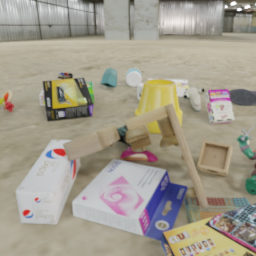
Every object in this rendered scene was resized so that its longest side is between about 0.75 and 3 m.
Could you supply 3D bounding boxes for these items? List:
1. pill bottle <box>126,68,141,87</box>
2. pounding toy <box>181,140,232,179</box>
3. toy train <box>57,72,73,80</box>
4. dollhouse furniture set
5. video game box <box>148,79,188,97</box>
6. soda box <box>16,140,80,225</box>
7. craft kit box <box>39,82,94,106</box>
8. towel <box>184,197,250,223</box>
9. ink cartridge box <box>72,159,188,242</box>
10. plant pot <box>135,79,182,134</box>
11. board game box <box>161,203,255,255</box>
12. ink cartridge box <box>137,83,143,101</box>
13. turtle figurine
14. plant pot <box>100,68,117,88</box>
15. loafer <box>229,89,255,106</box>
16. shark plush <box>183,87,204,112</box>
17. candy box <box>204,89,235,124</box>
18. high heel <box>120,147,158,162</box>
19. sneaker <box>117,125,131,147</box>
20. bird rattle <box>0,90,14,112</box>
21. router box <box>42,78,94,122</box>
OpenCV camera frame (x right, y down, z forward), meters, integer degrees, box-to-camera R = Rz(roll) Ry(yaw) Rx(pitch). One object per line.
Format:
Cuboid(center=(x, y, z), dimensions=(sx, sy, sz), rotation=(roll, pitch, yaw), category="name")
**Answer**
Cuboid(center=(0.346, -3.168, 17.403), dimensions=(0.943, 0.943, 1.703), rotation=(0, 22, 1), category="pill bottle")
Cuboid(center=(2.126, 0.951, 7.750), dimensions=(1.252, 1.100, 0.573), rotation=(10, -16, 24), category="pounding toy")
Cuboid(center=(-3.313, -2.752, 14.890), dimensions=(0.280, 0.376, 1.640), rotation=(21, 14, 8), category="toy train")
Cuboid(center=(0.217, 0.912, 7.198), dimensions=(2.773, 2.260, 2.637), rotation=(-20, 1, 11), category="dollhouse furniture set")
Cuboid(center=(2.200, -2.296, 15.799), dimensions=(2.339, 0.548, 2.131), rotation=(3, 20, 9), category="video game box")
Cuboid(center=(-1.819, 1.181, 6.862), dimensions=(0.801, 0.857, 2.516), rotation=(1, 22, 2), category="soda box")
Cuboid(center=(-3.118, -1.835, 14.650), dimensions=(2.627, 0.637, 2.595), rotation=(-3, 26, -8), category="craft kit box")
Cuboid(center=(2.032, 2.036, 5.626), dimensions=(1.506, 0.223, 2.054), rotation=(1, 22, 0), category="towel")
Cuboid(center=(0.156, 1.534, 6.565), dimensions=(2.147, 0.465, 2.108), rotation=(7, 23, 21), category="ink cartridge box")
Cuboid(center=(1.172, -0.914, 10.835), dimensions=(1.859, 1.749, 1.859), rotation=(-1, 21, 0), category="plant pot")
Cuboid(center=(1.900, 2.120, 4.579), dimensions=(2.288, 0.396, 1.550), rotation=(-11, 37, -16), category="board game box")
Cuboid(center=(1.353, -1.617, 13.727), dimensions=(1.446, 0.839, 2.004), rotation=(-4, 23, -11), category="ink cartridge box")
Cuboid(center=(3.792, 0.841, 7.318), dimensions=(1.764, 1.186, 2.357), rotation=(-3, 33, 31), category="turtle figurine")
Cuboid(center=(-1.059, -2.915, 16.223), dimensions=(0.693, 0.981, 0.693), rotation=(18, -9, -43), category="plant pot")
Cuboid(center=(5.910, -1.464, 13.619), dimensions=(2.265, 0.814, 0.713), rotation=(4, 5, 10), category="loafer")
Cuboid(center=(2.978, -1.430, 13.402), dimensions=(0.963, 0.882, 2.119), rotation=(-23, 19, -3), category="shark plush")
Cuboid(center=(3.688, -0.871, 11.347), dimensions=(0.915, 1.342, 0.409), rotation=(-3, -17, -9), category="candy box")
Cuboid(center=(0.310, 0.896, 8.329), dimensions=(1.087, 0.366, 0.521), rotation=(19, 45, 22), category="high heel")
Cuboid(center=(-0.117, 0.335, 9.453), dimensions=(0.648, 0.617, 1.635), rotation=(-11, 14, -4), category="sneaker")
Cuboid(center=(-5.506, -1.259, 12.647), dimensions=(0.639, 0.925, 1.135), rotation=(16, 0, -38), category="bird rattle")
Cuboid(center=(-2.718, -1.332, 12.477), dimensions=(1.974, 0.656, 2.511), rotation=(-8, 38, -15), category="router box")
